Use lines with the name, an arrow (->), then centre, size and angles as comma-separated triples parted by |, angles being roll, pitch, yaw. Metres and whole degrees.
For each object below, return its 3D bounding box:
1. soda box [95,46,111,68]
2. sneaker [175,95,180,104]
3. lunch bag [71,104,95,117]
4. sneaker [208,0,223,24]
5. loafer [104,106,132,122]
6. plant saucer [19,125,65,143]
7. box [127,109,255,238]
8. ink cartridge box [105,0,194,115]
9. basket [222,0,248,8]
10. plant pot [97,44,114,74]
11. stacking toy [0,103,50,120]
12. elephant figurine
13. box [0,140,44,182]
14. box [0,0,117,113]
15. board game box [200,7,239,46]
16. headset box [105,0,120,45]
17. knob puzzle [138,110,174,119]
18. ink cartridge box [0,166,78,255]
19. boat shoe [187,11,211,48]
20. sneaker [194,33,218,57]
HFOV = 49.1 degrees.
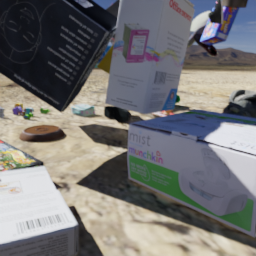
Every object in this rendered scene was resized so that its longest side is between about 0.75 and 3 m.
soda box -> -1.708, -3.095, 12.472 | 2.207, 0.708, 0.749 | -4, -5, 12
sneaker -> 1.721, -1.479, 14.106 | 1.116, 0.989, 2.672 | 7, 16, 40
lunch bag -> -2.054, -0.806, 12.719 | 1.035, 0.399, 0.830 | 13, 20, 41
sneaker -> 2.780, -3.775, 8.944 | 0.472, 0.951, 0.336 | -3, 33, 16
loafer -> -0.329, -0.625, 11.650 | 0.643, 0.647, 1.778 | -5, 16, -34
plant saucer -> -2.887, 0.153, 9.415 | 1.496, 0.258, 1.496 | 1, 14, 0
box -> 1.831, 0.540, 5.712 | 2.503, 1.372, 2.837 | -13, 20, -41
ink cartridge box -> 0.639, -1.993, 7.511 | 1.253, 2.960, 2.139 | 18, 15, 26
basket -> 2.724, -3.562, 6.940 | 0.720, 1.059, 0.955 | 10, 23, 15
plant pot -> -0.292, -1.950, 8.341 | 0.753, 0.854, 0.854 | 41, 22, -3
stacking toy -> -4.680, -0.766, 12.514 | 1.873, 0.440, 1.412 | 5, 16, 17
elephant figurine -> 3.762, -0.459, 8.611 | 2.673, 1.891, 2.073 | 1, -24, 24
box -> -3.212, 0.861, 6.344 | 2.356, 0.444, 1.609 | 14, 20, 43
box -> -2.095, -2.383, 7.542 | 2.723, 2.677, 1.688 | 34, 29, -8
board game box -> 3.511, -4.040, 10.830 | 0.483, 1.450, 2.157 | 19, 12, -3
headset box -> -0.050, -3.320, 10.162 | 1.084, 2.148, 2.890 | -38, 13, 4
knob puzzle -> 1.747, -0.390, 9.497 | 3.264, 0.453, 3.264 | 15, 11, -3
ink cartridge box -> -2.169, 1.327, 4.105 | 2.357, 0.513, 2.046 | -5, 17, -27
boat shoe -> 3.191, -4.522, 12.891 | 0.714, 1.999, 0.598 | 45, -2, 38
sneaker -> 3.484, -3.658, 12.346 | 1.333, 0.504, 0.770 | 39, 22, -7
